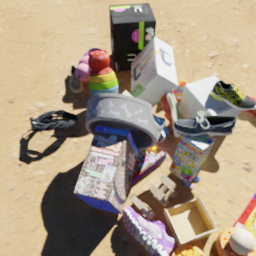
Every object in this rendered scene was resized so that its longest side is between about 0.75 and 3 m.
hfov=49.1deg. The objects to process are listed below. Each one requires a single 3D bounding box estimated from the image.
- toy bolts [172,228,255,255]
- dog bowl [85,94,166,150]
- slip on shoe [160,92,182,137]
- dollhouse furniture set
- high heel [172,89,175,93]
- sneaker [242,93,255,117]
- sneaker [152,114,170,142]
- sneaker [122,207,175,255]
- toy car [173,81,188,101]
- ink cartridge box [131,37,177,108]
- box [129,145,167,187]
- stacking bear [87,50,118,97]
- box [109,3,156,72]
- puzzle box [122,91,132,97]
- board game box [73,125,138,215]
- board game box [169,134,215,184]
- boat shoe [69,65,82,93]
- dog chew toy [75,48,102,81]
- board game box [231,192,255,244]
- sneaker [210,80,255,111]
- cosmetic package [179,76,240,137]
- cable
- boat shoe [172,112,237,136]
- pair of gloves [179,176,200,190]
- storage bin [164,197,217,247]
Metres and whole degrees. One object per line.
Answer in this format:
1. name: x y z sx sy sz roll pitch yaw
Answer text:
1. toy bolts: 2.548 4.092 7.650 2.426 1.762 2.540 -5 52 -4
2. dog bowl: -0.168 -0.084 9.887 2.904 2.904 0.852 12 67 9
3. slip on shoe: 1.785 -0.512 11.530 0.579 0.701 1.892 -20 81 34
4. dollhouse furniture set: 0.872 2.227 9.458 1.397 1.284 0.909 -45 63 -7
5. high heel: 1.952 -2.009 13.084 0.549 0.781 1.629 14 53 11
6. sneaker: 5.732 -1.050 12.538 0.962 0.652 1.665 -30 70 -31
7. sneaker: 1.087 -0.226 11.772 0.786 0.692 1.762 -24 69 -39
8. sneaker: 0.677 3.275 8.981 0.902 0.820 2.039 -34 64 -30
9. toy car: 1.973 -2.159 13.238 2.223 0.740 1.091 34 59 23
10. ink cartridge box: 1.080 -2.432 12.567 1.153 1.915 2.635 25 46 -25
11. box: 0.335 1.196 10.808 1.936 0.379 1.325 -34 58 -23
12. stacking bear: -1.123 -2.090 11.903 1.418 2.335 1.328 -18 24 -21
13. box: 0.166 -4.393 13.722 2.018 2.717 1.689 -7 52 -6
14. puzzle box: 0.103 -0.615 11.096 1.183 1.778 0.226 43 67 7
15. board game box: -0.618 1.420 9.319 1.138 1.873 2.350 9 65 17
16. board game box: 2.244 0.985 9.985 0.882 1.712 0.898 36 44 28
17. boat shoe: -2.582 -2.374 13.528 0.597 0.537 1.654 -10 52 -8
18. dog chew toy: -1.818 -2.964 13.446 1.276 1.276 2.049 21 48 16
19. board game box: 4.736 3.428 8.935 2.412 0.559 1.827 35 59 24
20. sneaker: 3.949 -1.225 10.490 1.725 0.730 0.642 23 54 15
21. cosmetic package: 3.354 -0.847 11.645 1.580 1.570 1.888 -20 55 -18
22. cable: -3.025 -0.306 11.521 1.952 0.496 1.593 -9 21 -23
23. boat shoe: 2.581 -0.144 9.449 2.109 0.652 0.790 5 41 2
24. pair of gloves: 2.304 1.923 10.435 0.609 0.086 0.757 34 58 24
25. storage bin: 1.988 3.059 9.215 1.267 0.594 1.258 -16 54 -12
